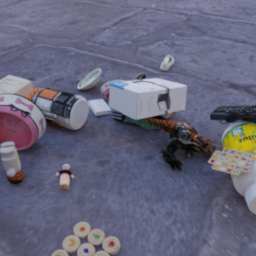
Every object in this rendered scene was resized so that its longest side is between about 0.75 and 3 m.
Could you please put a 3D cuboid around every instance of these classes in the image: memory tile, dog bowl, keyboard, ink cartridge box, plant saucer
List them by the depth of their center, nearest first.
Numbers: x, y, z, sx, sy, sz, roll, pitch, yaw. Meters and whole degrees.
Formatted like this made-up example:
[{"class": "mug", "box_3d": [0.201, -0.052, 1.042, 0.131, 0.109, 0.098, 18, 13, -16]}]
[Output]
[{"class": "memory tile", "box_3d": [-1.221, 3.400, 7.213, 1.466, 0.161, 1.913, 19, 43, 22]}, {"class": "keyboard", "box_3d": [4.103, -0.626, 9.303, 2.700, 0.535, 1.406, -1, 29, 36]}, {"class": "dog bowl", "box_3d": [-4.068, -0.104, 9.878, 2.172, 2.172, 0.801, 3, 40, 3]}, {"class": "ink cartridge box", "box_3d": [0.736, -1.159, 10.465, 2.392, 1.001, 1.735, -12, 24, -35]}, {"class": "dog bowl", "box_3d": [-0.580, -1.679, 12.632, 1.287, 1.287, 0.475, -9, 71, -11]}, {"class": "plant saucer", "box_3d": [-1.814, -2.292, 13.704, 1.457, 0.366, 1.457, -30, 30, 19]}]

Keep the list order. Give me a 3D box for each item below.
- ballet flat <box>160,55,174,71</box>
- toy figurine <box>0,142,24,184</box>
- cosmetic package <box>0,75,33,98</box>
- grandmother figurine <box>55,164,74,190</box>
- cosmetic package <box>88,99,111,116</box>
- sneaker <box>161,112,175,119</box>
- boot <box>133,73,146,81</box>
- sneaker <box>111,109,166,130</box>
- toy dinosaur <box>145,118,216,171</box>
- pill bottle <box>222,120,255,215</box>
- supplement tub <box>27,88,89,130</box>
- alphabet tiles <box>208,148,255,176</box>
[{"class": "ballet flat", "box_3d": [2.233, -3.726, 15.619, 0.595, 0.595, 1.659, 12, 40, 15]}, {"class": "toy figurine", "box_3d": [-4.621, 1.374, 8.673, 2.351, 1.636, 2.315, 16, 36, 22]}, {"class": "cosmetic package", "box_3d": [-5.351, -1.022, 11.818, 1.377, 1.163, 2.665, 17, 43, 20]}, {"class": "grandmother figurine", "box_3d": [-2.114, 1.598, 9.338, 0.606, 0.303, 0.999, 20, 32, -19]}, {"class": "cosmetic package", "box_3d": [-1.269, -0.905, 12.310, 0.702, 0.241, 0.931, -8, 39, -29]}, {"class": "sneaker", "box_3d": [1.250, -0.948, 12.278, 0.795, 0.748, 1.942, -1, 32, -47]}, {"class": "boot", "box_3d": [0.710, -2.024, 13.478, 1.121, 0.545, 1.489, 25, 50, 29]}, {"class": "sneaker", "box_3d": [0.515, -0.625, 11.625, 2.352, 0.875, 1.029, 15, 31, 14]}, {"class": "toy dinosaur", "box_3d": [1.843, 0.439, 9.920, 2.649, 1.353, 1.798, 12, 39, 10]}, {"class": "pill bottle", "box_3d": [4.002, 1.185, 8.754, 1.622, 1.622, 2.877, 3, 39, 3]}, {"class": "supplement tub", "box_3d": [-2.874, -0.841, 11.389, 2.257, 1.382, 1.382, 17, 42, 21]}, {"class": "alphabet tiles", "box_3d": [2.980, 0.966, 8.123, 1.173, 0.037, 0.976, 12, 42, 38]}]
